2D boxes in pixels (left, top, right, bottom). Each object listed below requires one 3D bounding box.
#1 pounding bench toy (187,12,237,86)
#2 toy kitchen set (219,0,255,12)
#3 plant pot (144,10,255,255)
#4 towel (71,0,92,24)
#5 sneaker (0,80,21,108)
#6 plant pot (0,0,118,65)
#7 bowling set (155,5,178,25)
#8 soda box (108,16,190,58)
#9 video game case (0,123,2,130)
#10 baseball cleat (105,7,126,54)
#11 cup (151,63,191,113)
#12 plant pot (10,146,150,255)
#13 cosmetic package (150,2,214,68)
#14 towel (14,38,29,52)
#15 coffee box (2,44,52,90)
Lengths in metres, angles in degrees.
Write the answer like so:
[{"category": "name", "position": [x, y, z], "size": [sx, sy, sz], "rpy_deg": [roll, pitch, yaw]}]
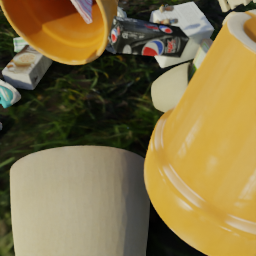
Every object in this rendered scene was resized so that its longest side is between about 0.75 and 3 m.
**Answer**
[{"category": "pounding bench toy", "position": [3.186, -1.549, 7.557], "size": [2.206, 2.828, 1.757], "rpy_deg": [0, 47, -17]}, {"category": "toy kitchen set", "position": [3.097, -3.765, 7.268], "size": [1.108, 0.815, 1.383], "rpy_deg": [-42, 26, -24]}, {"category": "plant pot", "position": [1.511, -0.013, 3.265], "size": [2.364, 2.164, 2.364], "rpy_deg": [5, 43, -5]}, {"category": "towel", "position": [-0.745, -2.072, 4.287], "size": [0.134, 0.653, 0.893], "rpy_deg": [-23, 45, 17]}, {"category": "sneaker", "position": [-4.323, -1.208, 8.950], "size": [1.853, 0.718, 0.738], "rpy_deg": [24, 61, 20]}, {"category": "plant pot", "position": [-1.437, -3.759, 7.665], "size": [2.968, 2.968, 2.717], "rpy_deg": [14, 55, 13]}, {"category": "bowling set", "position": [0.901, -2.331, 6.394], "size": [0.442, 0.823, 0.573], "rpy_deg": [-15, 43, -24]}, {"category": "soda box", "position": [0.412, -1.737, 5.442], "size": [1.498, 0.474, 0.530], "rpy_deg": [-2, 48, -26]}, {"category": "video game case", "position": [-5.052, 0.318, 7.827], "size": [2.196, 0.242, 2.001], "rpy_deg": [16, 50, 13]}, {"category": "baseball cleat", "position": [-0.575, -4.003, 11.272], "size": [1.521, 0.997, 2.858], "rpy_deg": [-18, 49, -16]}, {"category": "cup", "position": [1.355, -1.045, 8.345], "size": [1.143, 1.599, 1.599], "rpy_deg": [-5, 45, 22]}, {"category": "plant pot", "position": [-0.792, 2.151, 4.834], "size": [2.665, 2.665, 2.846], "rpy_deg": [-3, 61, -3]}, {"category": "cosmetic package", "position": [1.418, -2.653, 8.017], "size": [1.378, 1.146, 1.153], "rpy_deg": [-19, 67, -16]}, {"category": "towel", "position": [-4.229, -3.397, 11.313], "size": [0.741, 0.114, 0.971], "rpy_deg": [-14, 49, -14]}, {"category": "coffee box", "position": [-3.465, -2.155, 9.790], "size": [0.966, 0.673, 1.689], "rpy_deg": [9, 48, 8]}]
